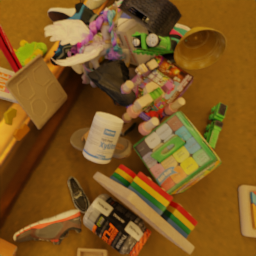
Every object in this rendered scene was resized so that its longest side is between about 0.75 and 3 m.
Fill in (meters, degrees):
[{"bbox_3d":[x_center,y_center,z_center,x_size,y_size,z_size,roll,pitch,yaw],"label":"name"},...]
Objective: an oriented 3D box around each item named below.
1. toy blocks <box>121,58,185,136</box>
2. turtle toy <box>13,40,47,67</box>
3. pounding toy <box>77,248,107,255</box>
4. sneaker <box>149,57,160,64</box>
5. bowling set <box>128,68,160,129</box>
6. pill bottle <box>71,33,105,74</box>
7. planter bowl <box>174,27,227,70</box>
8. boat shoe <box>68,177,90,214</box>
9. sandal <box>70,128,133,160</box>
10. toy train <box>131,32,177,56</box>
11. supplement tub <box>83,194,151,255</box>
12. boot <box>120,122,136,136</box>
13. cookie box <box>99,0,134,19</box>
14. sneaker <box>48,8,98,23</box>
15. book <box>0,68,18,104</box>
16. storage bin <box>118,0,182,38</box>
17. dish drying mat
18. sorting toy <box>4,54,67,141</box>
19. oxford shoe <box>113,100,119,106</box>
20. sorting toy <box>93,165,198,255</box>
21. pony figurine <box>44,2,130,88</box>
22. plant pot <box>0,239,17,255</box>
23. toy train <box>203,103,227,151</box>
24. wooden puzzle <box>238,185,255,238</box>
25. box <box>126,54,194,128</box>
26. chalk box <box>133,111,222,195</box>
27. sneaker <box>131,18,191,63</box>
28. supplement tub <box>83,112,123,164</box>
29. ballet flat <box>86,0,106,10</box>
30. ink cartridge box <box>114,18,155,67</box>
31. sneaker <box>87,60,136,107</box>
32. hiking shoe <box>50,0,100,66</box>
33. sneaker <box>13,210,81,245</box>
[{"bbox_3d":[0.437,-0.759,8.152,1.563,1.408,1.673,-35,88,-32],"label":"toy blocks"},{"bbox_3d":[-3.945,-2.981,11.410,1.110,0.770,1.523,33,68,15],"label":"turtle toy"},{"bbox_3d":[-0.892,4.221,8.026,1.181,0.615,1.344,2,64,1],"label":"pounding toy"},{"bbox_3d":[0.782,-2.066,9.042,0.340,0.311,0.798,35,29,-1],"label":"sneaker"},{"bbox_3d":[0.948,-1.191,10.468,1.662,1.282,2.389,-20,68,-28],"label":"bowling set"},{"bbox_3d":[-1.452,-2.833,10.812,0.910,0.910,1.638,40,71,17],"label":"pill bottle"},{"bbox_3d":[2.332,-2.812,9.387,1.734,1.734,0.722,-4,57,-2],"label":"planter bowl"},{"bbox_3d":[-1.657,2.176,9.097,0.469,0.462,1.302,-30,68,-14],"label":"boat shoe"},{"bbox_3d":[-0.880,0.376,8.643,2.207,0.596,0.886,13,62,30],"label":"sandal"},{"bbox_3d":[0.926,-2.611,8.824,0.836,2.965,0.619,0,102,22],"label":"toy train"},{"bbox_3d":[-0.303,2.787,7.968,1.774,1.087,1.087,32,68,16],"label":"supplement tub"},{"bbox_3d":[-0.320,-0.168,10.253,0.998,0.330,0.874,29,39,25],"label":"boot"},{"bbox_3d":[-0.206,-5.031,11.965,1.459,0.641,1.706,-39,31,-17],"label":"cookie box"},{"bbox_3d":[-2.346,-4.901,12.400,2.273,0.828,0.962,14,55,-2],"label":"sneaker"},{"bbox_3d":[-4.801,-1.667,10.686,1.744,0.419,1.165,16,63,-20],"label":"book"},{"bbox_3d":[0.795,-3.851,9.309,1.505,2.227,1.044,38,109,6],"label":"storage bin"},{"bbox_3d":[-3.827,-2.278,9.427,0.271,2.982,1.145,-22,60,-9],"label":"dish drying mat"},{"bbox_3d":[-3.321,-0.982,9.553,0.364,2.026,2.719,-1,41,32],"label":"sorting toy"},{"bbox_3d":[-0.473,-1.264,10.848,0.329,0.329,0.923,-14,63,-16],"label":"oxford shoe"},{"bbox_3d":[0.478,1.925,7.406,2.321,2.335,0.812,45,74,-21],"label":"sorting toy"},{"bbox_3d":[-1.181,-2.628,9.411,2.708,2.806,2.336,-22,58,-7],"label":"pony figurine"},{"bbox_3d":[-4.065,3.700,7.844,1.529,1.670,1.670,18,65,-9],"label":"plant pot"},{"bbox_3d":[3.036,0.096,9.935,0.468,0.632,2.242,25,68,-6],"label":"toy train"},{"bbox_3d":[4.478,2.687,8.929,1.740,0.324,1.610,5,65,2],"label":"wooden puzzle"},{"bbox_3d":[0.945,-1.304,9.422,1.591,0.455,2.325,35,65,11],"label":"box"},{"bbox_3d":[1.479,0.790,8.229,1.742,2.800,1.733,-39,70,12],"label":"chalk box"},{"bbox_3d":[1.135,-3.502,11.480,2.910,1.217,1.757,11,55,4],"label":"sneaker"},{"bbox_3d":[-0.695,0.280,7.690,0.821,0.821,1.244,22,103,10],"label":"supplement tub"},{"bbox_3d":[-1.207,-6.280,13.073,2.050,0.639,0.691,-42,72,-18],"label":"ballet flat"},{"bbox_3d":[-0.008,-3.306,10.703,0.836,1.448,1.991,-38,36,-14],"label":"ink cartridge box"},{"bbox_3d":[-0.390,-1.556,8.750,1.163,0.973,2.562,-44,41,-1],"label":"sneaker"},{"bbox_3d":[-2.205,-3.539,10.752,1.139,0.977,2.627,45,105,-1],"label":"hiking shoe"},{"bbox_3d":[-2.396,3.184,8.438,2.118,0.816,0.867,-19,80,0],"label":"sneaker"}]
